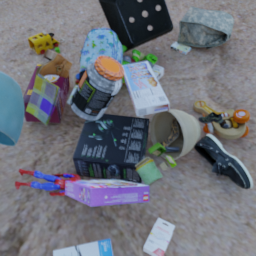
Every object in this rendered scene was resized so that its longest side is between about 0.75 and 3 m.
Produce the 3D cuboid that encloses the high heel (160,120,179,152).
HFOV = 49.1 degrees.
[{"bbox_3d":[1.347,0.277,9.891,0.853,0.427,1.196,0,72,3],"label":"high heel"}]

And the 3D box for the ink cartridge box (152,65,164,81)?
[{"bbox_3d":[1.024,-2.394,12.558,0.742,0.430,1.005,29,58,23],"label":"ink cartridge box"}]

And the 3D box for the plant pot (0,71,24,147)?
[{"bbox_3d":[-3.781,-0.692,7.595,2.284,2.284,1.538,15,67,13],"label":"plant pot"}]

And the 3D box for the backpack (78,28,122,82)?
[{"bbox_3d":[-1.035,-2.864,11.235,1.808,1.704,2.217,6,61,22],"label":"backpack"}]

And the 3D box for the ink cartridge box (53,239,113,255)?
[{"bbox_3d":[-1.080,3.401,7.062,1.434,1.041,0.600,-9,49,-8],"label":"ink cartridge box"}]

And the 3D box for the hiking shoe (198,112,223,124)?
[{"bbox_3d":[2.892,-0.392,9.855,0.847,0.426,0.321,-1,38,24],"label":"hiking shoe"}]

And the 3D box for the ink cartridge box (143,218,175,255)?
[{"bbox_3d":[0.876,3.087,7.824,0.559,0.324,0.960,23,54,19],"label":"ink cartridge box"}]

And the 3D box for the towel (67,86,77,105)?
[{"bbox_3d":[-1.835,-1.147,10.680,0.715,0.201,0.835,23,74,1],"label":"towel"}]

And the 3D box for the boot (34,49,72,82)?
[{"bbox_3d":[-2.763,-2.073,10.345,0.526,1.066,1.373,12,78,56],"label":"boot"}]

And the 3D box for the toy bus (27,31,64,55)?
[{"bbox_3d":[-4.168,-4.386,14.044,1.547,0.847,1.640,2,49,1],"label":"toy bus"}]

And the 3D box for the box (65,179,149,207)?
[{"bbox_3d":[-0.667,1.703,7.604,1.554,2.272,0.444,4,83,-26],"label":"box"}]

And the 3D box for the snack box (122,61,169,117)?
[{"bbox_3d":[0.511,-1.459,9.674,1.045,0.353,2.907,-11,40,-4],"label":"snack box"}]

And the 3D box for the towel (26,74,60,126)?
[{"bbox_3d":[-2.868,-0.943,9.365,1.077,1.500,0.171,35,25,17],"label":"towel"}]

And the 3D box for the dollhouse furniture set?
[{"bbox_3d":[0.621,0.977,7.209,1.013,0.508,0.664,-38,62,13],"label":"dollhouse furniture set"}]

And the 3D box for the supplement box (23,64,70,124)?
[{"bbox_3d":[-3.186,-1.390,11.134,1.325,1.028,2.400,4,47,-2],"label":"supplement box"}]

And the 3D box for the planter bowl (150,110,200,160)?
[{"bbox_3d":[1.721,0.142,9.636,1.162,1.726,1.726,-13,48,-32],"label":"planter bowl"}]

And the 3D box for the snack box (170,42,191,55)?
[{"bbox_3d":[2.655,-4.045,14.194,0.898,0.167,0.522,30,55,24],"label":"snack box"}]

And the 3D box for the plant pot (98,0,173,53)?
[{"bbox_3d":[0.513,-4.994,12.283,2.767,2.773,2.460,-24,21,1],"label":"plant pot"}]

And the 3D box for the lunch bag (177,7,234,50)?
[{"bbox_3d":[3.991,-4.996,14.141,2.498,1.468,2.048,15,46,17],"label":"lunch bag"}]

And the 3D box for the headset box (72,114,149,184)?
[{"bbox_3d":[-0.569,0.632,9.456,2.359,1.094,2.054,6,50,5],"label":"headset box"}]

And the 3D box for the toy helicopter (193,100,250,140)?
[{"bbox_3d":[3.273,-0.316,10.632,1.595,0.951,2.411,-31,44,-13],"label":"toy helicopter"}]

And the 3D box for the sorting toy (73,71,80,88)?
[{"bbox_3d":[-1.755,-2.069,12.267,1.319,0.463,2.736,-8,49,-6],"label":"sorting toy"}]

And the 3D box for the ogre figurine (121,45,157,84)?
[{"bbox_3d":[-0.144,-2.713,12.063,2.455,1.204,1.472,20,75,-12],"label":"ogre figurine"}]

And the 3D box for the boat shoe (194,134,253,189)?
[{"bbox_3d":[2.987,1.156,9.144,0.793,0.894,2.393,-22,49,-12],"label":"boat shoe"}]

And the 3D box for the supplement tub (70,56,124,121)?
[{"bbox_3d":[-0.967,-1.239,8.859,1.184,1.932,1.184,21,42,-20],"label":"supplement tub"}]

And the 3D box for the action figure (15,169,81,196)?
[{"bbox_3d":[-2.307,1.749,8.860,2.288,0.591,0.749,7,54,0],"label":"action figure"}]
